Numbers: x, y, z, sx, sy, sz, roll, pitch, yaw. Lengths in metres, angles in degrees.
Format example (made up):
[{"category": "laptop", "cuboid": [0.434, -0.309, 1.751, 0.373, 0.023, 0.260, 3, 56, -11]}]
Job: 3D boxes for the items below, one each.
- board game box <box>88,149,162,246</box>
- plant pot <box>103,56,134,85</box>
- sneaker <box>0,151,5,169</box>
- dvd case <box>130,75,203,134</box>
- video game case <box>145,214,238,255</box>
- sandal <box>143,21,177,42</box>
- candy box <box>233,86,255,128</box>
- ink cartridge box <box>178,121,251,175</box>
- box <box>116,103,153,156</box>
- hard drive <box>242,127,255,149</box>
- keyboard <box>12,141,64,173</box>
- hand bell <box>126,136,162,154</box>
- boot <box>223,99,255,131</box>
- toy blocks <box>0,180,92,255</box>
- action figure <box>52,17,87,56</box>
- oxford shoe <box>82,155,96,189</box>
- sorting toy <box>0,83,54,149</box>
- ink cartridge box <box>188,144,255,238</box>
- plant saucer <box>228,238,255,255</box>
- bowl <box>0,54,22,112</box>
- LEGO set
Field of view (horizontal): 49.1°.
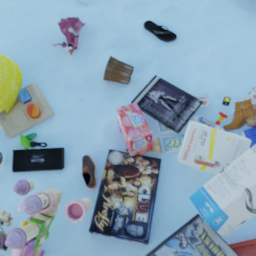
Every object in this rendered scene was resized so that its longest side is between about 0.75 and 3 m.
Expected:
[{"category": "board game box", "cuboid": [-0.025, 2.165, 9.078, 1.857, 0.474, 2.741, 10, 63, 5]}, {"category": "plant pot", "cuboid": [-0.351, -2.217, 11.106, 1.011, 1.021, 1.021, 17, 64, 1]}, {"category": "sneaker", "cuboid": [-5.661, 1.117, 9.231, 2.787, 1.178, 1.045, -15, 64, -7]}, {"category": "dvd case", "cuboid": [1.456, -0.943, 10.660, 2.222, 0.177, 1.652, 34, 70, 20]}, {"category": "video game case", "cuboid": [2.024, 3.960, 7.424, 2.430, 0.343, 2.689, -24, 56, -32]}, {"category": "sandal", "cuboid": [1.392, -4.339, 12.499, 1.687, 0.361, 0.641, 32, 67, 15]}, {"category": "candy box", "cuboid": [4.816, -0.794, 10.631, 0.970, 0.434, 1.422, 37, 68, 17]}, {"category": "ink cartridge box", "cuboid": [2.784, 0.744, 9.292, 1.982, 0.827, 1.439, 18, 98, 10]}, {"category": "box", "cuboid": [0.200, 0.034, 9.690, 0.819, 0.856, 1.716, -14, 45, -10]}, {"category": "hard drive", "cuboid": [5.315, 1.222, 9.365, 1.946, 0.374, 2.950, -14, 69, -1]}, {"category": "keyboard", "cuboid": [-3.134, 0.984, 9.796, 1.796, 0.230, 1.078, -3, 76, -2]}, {"category": "hand bell", "cuboid": [0.531, 0.699, 9.886, 1.228, 0.639, 0.639, -9, 62, 8]}, {"category": "boot", "cuboid": [3.905, -0.442, 10.013, 0.485, 1.264, 0.982, -9, 84, -47]}, {"category": "toy blocks", "cuboid": [-2.722, 2.792, 7.329, 2.732, 2.299, 2.553, 18, 88, 9]}, {"category": "action figure", "cuboid": [-2.496, -3.898, 12.166, 1.149, 1.277, 1.715, -14, 78, 29]}, {"category": "oxford shoe", "cuboid": [-1.357, 1.429, 9.434, 0.432, 0.440, 1.213, -24, 63, 9]}, {"category": "sorting toy", "cuboid": [-3.816, -0.436, 10.477, 1.913, 0.381, 2.588, -30, 66, -15]}, {"category": "ink cartridge box", "cuboid": [3.338, 1.747, 8.011, 2.817, 1.631, 0.939, -41, 41, 7]}, {"category": "plant saucer", "cuboid": [3.879, 4.200, 8.091, 1.865, 0.342, 1.861, -11, 63, -3]}, {"category": "bowl", "cuboid": [-5.474, -1.872, 10.354, 2.666, 1.434, 2.666, -4, 67, 9]}, {"category": "LEGO set", "cuboid": [2.531, -0.392, 10.277, 2.938, 0.721, 2.195, -10, 63, -1]}]
